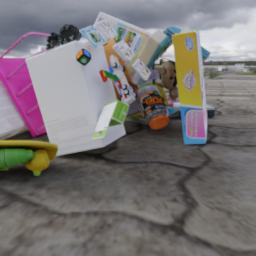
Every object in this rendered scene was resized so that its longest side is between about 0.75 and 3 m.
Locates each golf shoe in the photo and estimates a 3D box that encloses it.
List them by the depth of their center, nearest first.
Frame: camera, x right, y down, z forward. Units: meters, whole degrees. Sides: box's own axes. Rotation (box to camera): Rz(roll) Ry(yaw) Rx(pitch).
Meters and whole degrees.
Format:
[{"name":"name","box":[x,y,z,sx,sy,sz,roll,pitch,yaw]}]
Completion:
[{"name":"golf shoe","box":[-1.508,-2.233,7.163,0.667,0.549,1.412,11,-3,-44]}]

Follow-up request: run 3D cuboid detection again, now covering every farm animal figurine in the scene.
[{"name":"farm animal figurine","box":[1.793,-1.628,10.771,1.145,1.839,2.278,26,15,32]}]

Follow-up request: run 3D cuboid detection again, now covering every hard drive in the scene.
[{"name":"hard drive","box":[2.095,-0.787,12.468,2.821,0.464,1.969,-2,13,-8]}]

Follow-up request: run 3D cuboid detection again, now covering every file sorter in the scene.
[{"name":"file sorter","box":[-2.612,-1.469,9.192,1.718,2.740,1.904,-29,0,25]}]

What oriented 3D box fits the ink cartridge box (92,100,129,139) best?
[{"name":"ink cartridge box","box":[-0.381,-0.112,5.913,0.318,0.840,0.621,27,-18,-26]}]

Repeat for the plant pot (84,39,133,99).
[{"name":"plant pot","box":[-0.939,-1.807,9.285,1.776,2.537,2.537,-23,11,5]}]

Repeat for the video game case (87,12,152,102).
[{"name":"video game case","box":[-0.615,-2.537,10.539,2.642,2.903,0.344,31,12,23]}]

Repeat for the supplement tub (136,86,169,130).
[{"name":"supplement tub","box":[0.846,-0.683,9.545,0.846,0.846,1.380,-6,56,-24]}]

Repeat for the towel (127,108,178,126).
[{"name":"towel","box":[0.772,-0.550,10.918,1.454,0.215,1.983,-28,32,-34]}]

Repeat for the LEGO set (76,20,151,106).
[{"name":"LEGO set","box":[-0.433,-1.619,7.015,0.661,2.011,2.692,-38,13,27]}]

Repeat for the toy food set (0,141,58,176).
[{"name":"toy food set","box":[-2.554,0.689,5.629,2.213,0.723,1.302,0,-12,-8]}]

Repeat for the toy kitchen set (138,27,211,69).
[{"name":"toy kitchen set","box":[1.565,-2.349,8.746,1.662,1.222,2.074,38,54,3]}]

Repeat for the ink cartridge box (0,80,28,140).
[{"name":"ink cartridge box","box":[-4.246,-0.912,8.530,0.663,2.649,2.132,-36,2,18]}]

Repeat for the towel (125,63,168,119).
[{"name":"towel","box":[0.269,-1.825,10.949,2.069,2.881,0.328,-13,-14,-5]}]

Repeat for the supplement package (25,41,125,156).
[{"name":"supplement package","box":[-1.217,-0.720,6.988,1.464,2.415,1.446,-11,7,22]}]

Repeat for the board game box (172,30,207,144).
[{"name":"board game box","box":[1.906,-1.308,8.316,0.600,2.977,2.278,-4,18,18]}]
